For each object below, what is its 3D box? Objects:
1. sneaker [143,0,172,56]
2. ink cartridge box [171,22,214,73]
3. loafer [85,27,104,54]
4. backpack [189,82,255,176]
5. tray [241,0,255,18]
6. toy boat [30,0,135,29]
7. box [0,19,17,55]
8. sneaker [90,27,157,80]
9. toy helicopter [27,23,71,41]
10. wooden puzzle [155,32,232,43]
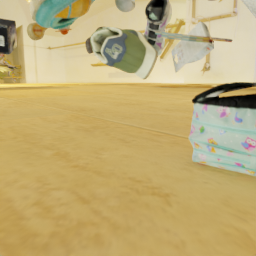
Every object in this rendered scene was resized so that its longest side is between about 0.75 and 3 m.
[{"bbox_3d":[0.594,-2.481,6.687,0.607,1.563,1.093,13,-2,15],"label":"sneaker"},{"bbox_3d":[1.536,-1.904,6.803,0.267,0.863,1.065,18,-40,-27],"label":"ink cartridge box"},{"bbox_3d":[-0.930,-3.273,10.493,0.670,0.689,1.888,3,39,19],"label":"loafer"},{"bbox_3d":[1.800,0.039,4.041,1.932,1.223,1.612,8,1,44],"label":"backpack"},{"bbox_3d":[1.728,-2.333,4.172,2.115,1.136,0.235,34,-39,-25],"label":"tray"},{"bbox_3d":[-1.113,-3.497,7.528,2.905,1.350,2.442,-30,12,-25],"label":"toy boat"},{"bbox_3d":[-4.245,-3.151,9.621,0.579,0.940,0.932,6,34,-8],"label":"box"},{"bbox_3d":[-0.281,-1.911,6.306,1.166,0.871,2.597,18,21,-23],"label":"sneaker"},{"bbox_3d":[-2.442,-3.437,8.961,0.846,1.418,2.144,4,50,32],"label":"toy helicopter"},{"bbox_3d":[1.152,-1.728,5.366,0.900,0.107,1.518,-9,24,-35],"label":"wooden puzzle"}]
